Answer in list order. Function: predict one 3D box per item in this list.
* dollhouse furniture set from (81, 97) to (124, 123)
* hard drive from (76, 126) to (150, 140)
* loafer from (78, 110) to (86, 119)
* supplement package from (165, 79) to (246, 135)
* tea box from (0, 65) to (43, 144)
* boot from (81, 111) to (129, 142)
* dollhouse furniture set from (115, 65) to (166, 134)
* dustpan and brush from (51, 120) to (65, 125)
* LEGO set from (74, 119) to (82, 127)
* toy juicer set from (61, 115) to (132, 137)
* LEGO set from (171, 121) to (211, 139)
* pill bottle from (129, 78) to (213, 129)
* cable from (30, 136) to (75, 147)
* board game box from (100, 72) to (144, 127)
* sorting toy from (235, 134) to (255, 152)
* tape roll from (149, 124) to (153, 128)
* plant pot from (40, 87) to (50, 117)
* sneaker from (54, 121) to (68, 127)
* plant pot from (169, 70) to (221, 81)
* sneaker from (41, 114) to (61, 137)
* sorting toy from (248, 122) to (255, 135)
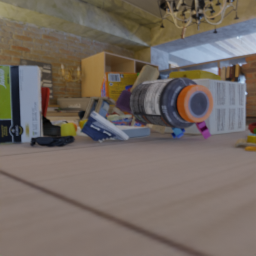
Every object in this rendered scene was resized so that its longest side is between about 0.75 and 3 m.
[{"bbox_3d":[-0.762,-0.400,10.394,0.980,0.985,1.398,5,-21,42],"label":"dollhouse furniture set"},{"bbox_3d":[-0.645,0.124,10.127,1.616,0.327,2.450,-5,6,-41],"label":"hard drive"},{"bbox_3d":[-1.933,-0.394,12.941,0.556,0.559,1.537,29,-13,31],"label":"loafer"},{"bbox_3d":[3.085,-0.881,11.977,2.864,2.106,2.739,-4,5,-42],"label":"supplement package"},{"bbox_3d":[-3.630,-0.661,8.159,2.110,2.145,1.433,-1,4,-15],"label":"tea box"},{"bbox_3d":[-0.680,0.153,8.239,1.522,0.687,0.554,35,1,-37],"label":"boot"},{"bbox_3d":[0.886,-1.049,12.123,2.180,2.752,1.953,24,-28,5],"label":"dollhouse furniture set"},{"bbox_3d":[-3.509,-0.167,15.066,1.669,0.478,1.165,-6,1,21],"label":"dustpan and brush"},{"bbox_3d":[-1.553,-0.217,12.047,1.060,0.798,1.378,2,4,34],"label":"LEGO set"},{"bbox_3d":[-1.076,-0.013,9.154,2.246,0.611,1.429,-11,4,-13],"label":"toy juicer set"},{"bbox_3d":[1.871,-0.206,9.855,1.054,1.134,2.763,-33,31,7],"label":"LEGO set"},{"bbox_3d":[1.240,-0.733,8.347,1.447,1.447,2.725,-2,6,-26],"label":"pill bottle"},{"bbox_3d":[-1.996,0.360,7.448,1.135,0.288,0.926,-3,-1,-11],"label":"cable"},{"bbox_3d":[-0.142,-1.217,13.281,2.068,2.066,2.067,-1,-18,-14],"label":"board game box"},{"bbox_3d":[3.401,0.335,7.182,1.207,0.292,2.144,2,4,23],"label":"sorting toy"},{"bbox_3d":[2.469,-0.260,15.302,2.727,0.498,2.727,1,3,0],"label":"tape roll"},{"bbox_3d":[-5.587,-1.097,15.410,2.439,2.151,2.441,-1,3,-14],"label":"plant pot"},{"bbox_3d":[-2.816,-0.080,12.601,0.663,0.458,1.192,-15,7,-44],"label":"sneaker"},{"bbox_3d":[3.707,-2.082,16.635,2.804,2.804,2.473,3,-10,31],"label":"plant pot"},{"bbox_3d":[-3.539,-0.485,9.973,2.850,1.487,0.856,2,-5,25],"label":"sneaker"},{"bbox_3d":[4.602,0.158,9.599,0.718,0.491,1.195,-15,14,8],"label":"sorting toy"}]
